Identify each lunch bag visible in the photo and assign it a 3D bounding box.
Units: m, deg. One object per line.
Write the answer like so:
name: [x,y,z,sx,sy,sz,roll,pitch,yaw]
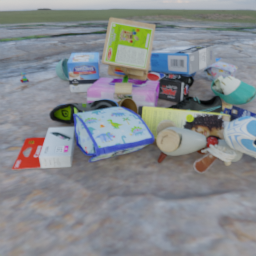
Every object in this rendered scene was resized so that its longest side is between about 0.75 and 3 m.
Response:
lunch bag: [-0.445,0.203,7.646,1.641,1.230,1.930,-12,19,-24]
lunch bag: [4.716,-2.852,14.396,1.391,0.884,1.179,26,36,25]

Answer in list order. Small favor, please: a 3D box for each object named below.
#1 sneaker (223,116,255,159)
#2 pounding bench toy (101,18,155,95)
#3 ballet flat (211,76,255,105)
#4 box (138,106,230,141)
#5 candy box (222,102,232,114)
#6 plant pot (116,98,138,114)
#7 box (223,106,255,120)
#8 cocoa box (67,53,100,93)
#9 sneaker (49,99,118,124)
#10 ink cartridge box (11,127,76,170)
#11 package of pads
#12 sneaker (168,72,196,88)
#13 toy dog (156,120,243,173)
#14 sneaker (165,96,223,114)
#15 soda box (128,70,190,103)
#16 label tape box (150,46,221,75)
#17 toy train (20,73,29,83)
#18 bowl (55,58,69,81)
sneaker: [3.441,0.332,6.878,2.644,0.950,0.958,12,-14,-36]
pounding bench toy: [-0.033,-2.292,10.239,1.563,2.515,1.962,10,-3,3]
ballet flat: [3.874,-1.537,10.882,1.000,0.957,2.842,43,7,-10]
box: [1.578,-0.066,8.335,2.634,0.991,0.660,6,7,13]
candy box: [3.267,-0.665,10.449,1.190,0.329,0.687,-22,34,-40]
plant pot: [-0.291,-0.569,9.776,0.927,0.864,0.864,-4,16,45]
box: [4.007,-0.404,9.709,1.357,0.220,0.822,22,31,13]
cocoa box: [-2.057,-2.708,13.409,1.424,1.401,2.135,-2,27,-4]
sneaker: [-1.475,-0.449,9.280,2.401,0.851,0.995,-3,13,12]
ink cartridge box: [-2.321,0.523,7.952,1.538,0.386,1.772,-2,26,-6]
package of pads: [-0.142,-1.304,10.996,2.653,1.004,1.598,5,27,11]
sneaker: [2.696,-2.288,13.403,1.088,0.958,2.440,31,40,23]
toy dog: [1.631,0.635,7.235,2.276,1.096,1.501,23,22,25]
sneaker: [1.770,-0.519,9.301,2.798,1.109,1.055,-3,27,-4]
soda box: [1.258,-1.900,12.259,2.745,0.971,0.869,16,33,30]
label tape box: [2.717,-3.299,13.008,2.091,0.965,2.919,14,33,42]
toy train: [-5.187,-2.516,13.836,0.344,0.470,0.812,-15,25,-27]
bowl: [-3.303,-2.969,14.477,0.626,1.197,1.197,-7,21,25]
